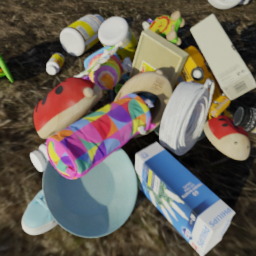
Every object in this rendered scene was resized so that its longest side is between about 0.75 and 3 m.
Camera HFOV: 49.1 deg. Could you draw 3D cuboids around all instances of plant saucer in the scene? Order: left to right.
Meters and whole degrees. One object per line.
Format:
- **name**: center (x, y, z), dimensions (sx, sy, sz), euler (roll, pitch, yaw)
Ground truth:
- **plant saucer**: center (-0.985, 1.472, 7.319), dimensions (2.607, 0.502, 2.607), euler (11, 69, -29)
- **plant saucer**: center (1.784, -0.096, 10.028), dimensions (2.130, 0.410, 2.130), euler (3, 43, -2)
- **plant saucer**: center (2.407, -1.532, 10.149), dimensions (2.401, 2.401, 0.387), euler (0, -2, -1)

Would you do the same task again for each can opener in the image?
- **can opener**: center (-0.511, -0.936, 10.499), dimensions (0.984, 0.785, 2.942), euler (19, 37, -24)

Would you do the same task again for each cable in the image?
- **cable**: center (1.696, -0.293, 8.357), dimensions (0.756, 2.184, 2.184), euler (24, 43, 29)

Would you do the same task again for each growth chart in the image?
- **growth chart**: center (-0.930, -2.104, 8.868), dimensions (1.930, 0.171, 1.397), euler (-49, 23, -28)

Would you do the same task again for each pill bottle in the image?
- **pill bottle**: center (-3.369, -2.927, 12.917), dimensions (0.598, 0.598, 1.095), euler (6, 44, 7)
- **pill bottle**: center (-2.147, 0.704, 8.237), dimensions (1.285, 0.744, 0.744), euler (-31, 51, -33)
- **pill bottle**: center (-2.193, -4.850, 14.360), dimensions (1.412, 1.412, 2.585), euler (20, 46, 20)
- **pill bottle**: center (-0.247, -3.441, 11.776), dimensions (1.261, 2.309, 1.261), euler (-7, 70, 19)
- **pill bottle**: center (3.333, -0.146, 7.112), dimensions (1.144, 0.640, 0.640), euler (14, 44, -3)

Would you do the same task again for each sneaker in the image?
- **sneaker**: center (-1.871, 1.547, 7.765), dimensions (1.053, 1.167, 2.849), euler (22, 47, 23)
- **sneaker**: center (1.179, -3.909, 11.609), dimensions (0.739, 1.486, 0.517), euler (-42, 50, -8)

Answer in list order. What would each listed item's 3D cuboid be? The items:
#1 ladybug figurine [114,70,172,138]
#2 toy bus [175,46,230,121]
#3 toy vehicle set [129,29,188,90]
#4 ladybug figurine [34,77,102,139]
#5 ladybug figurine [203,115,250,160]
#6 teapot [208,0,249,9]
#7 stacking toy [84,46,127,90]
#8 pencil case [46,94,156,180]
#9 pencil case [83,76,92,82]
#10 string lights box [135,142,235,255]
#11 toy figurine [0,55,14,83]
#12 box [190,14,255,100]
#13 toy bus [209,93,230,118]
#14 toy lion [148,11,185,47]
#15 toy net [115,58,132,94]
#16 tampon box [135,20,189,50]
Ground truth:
- **ladybug figurine**: center (0.395, -0.776, 8.618), dimensions (1.657, 2.442, 0.878), euler (22, 32, -19)
- **toy bus**: center (2.380, -1.299, 9.425), dimensions (1.097, 2.803, 0.912), euler (-21, 12, 38)
- **toy vehicle set**: center (0.848, -1.785, 9.500), dimensions (1.603, 2.580, 0.342), euler (39, 51, 18)
- **ladybug figurine**: center (-1.863, -0.645, 8.124), dimensions (1.029, 2.862, 1.942), euler (50, 48, -13)
- **ladybug figurine**: center (2.927, 0.183, 8.223), dimensions (1.282, 0.680, 1.889), euler (16, 27, -18)
- **teapot**: center (6.271, -9.015, 18.332), dimensions (2.714, 2.750, 2.009), euler (-25, 11, 3)
- **stacking toy**: center (-0.767, -1.808, 9.771), dimensions (1.327, 1.403, 2.417), euler (-31, 26, 8)
- **pencil case**: center (-0.594, 0.133, 7.025), dimensions (1.272, 1.272, 2.878), euler (34, 49, 30)
- **pencil case**: center (-1.678, -1.982, 11.784), dimensions (0.800, 0.800, 1.810), euler (11, 42, 12)
- **string lights box**: center (1.306, 1.778, 7.347), dimensions (0.801, 1.397, 2.718), euler (-27, 50, -26)
- **toy figurine**: center (-6.563, -2.456, 11.803), dimensions (2.580, 2.105, 2.804), euler (-27, 27, -14)
- **box**: center (2.885, -2.193, 8.620), dimensions (0.869, 1.045, 2.543), euler (-30, 58, 23)
- **toy bus**: center (2.803, -0.707, 8.534), dimensions (0.349, 0.290, 0.891), euler (36, 57, 24)
- **toy lion**: center (1.170, -3.231, 9.368), dimensions (1.298, 0.465, 1.354), euler (-6, 60, 38)
- **toy net**: center (-0.059, -1.814, 9.955), dimensions (0.706, 1.346, 0.260), euler (15, 16, 30)
- **tampon box**: center (1.612, -2.875, 10.980), dimensions (2.144, 1.354, 1.607), euler (26, 26, -29)
